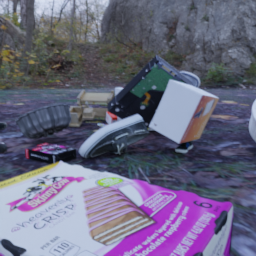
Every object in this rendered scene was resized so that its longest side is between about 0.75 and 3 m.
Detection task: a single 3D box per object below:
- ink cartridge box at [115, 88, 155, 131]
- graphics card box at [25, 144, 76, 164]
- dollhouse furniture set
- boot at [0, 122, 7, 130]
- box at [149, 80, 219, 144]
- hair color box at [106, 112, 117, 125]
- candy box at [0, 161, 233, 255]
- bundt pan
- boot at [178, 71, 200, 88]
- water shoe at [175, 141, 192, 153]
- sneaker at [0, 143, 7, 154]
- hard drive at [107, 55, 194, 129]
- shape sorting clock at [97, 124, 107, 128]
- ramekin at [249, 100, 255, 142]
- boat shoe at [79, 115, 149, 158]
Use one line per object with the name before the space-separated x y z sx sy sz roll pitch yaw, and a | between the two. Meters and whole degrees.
ink cartridge box | 0.726 -0.867 12.355 2.483 1.796 1.804 -3 11 -12
graphics card box | -2.178 0.722 7.889 1.251 0.318 0.785 8 13 32
dollhouse furniture set | -1.179 -0.591 13.517 2.734 1.520 2.418 3 35 12
boot | -5.613 0.018 11.643 0.934 0.337 0.706 -6 13 -3
box | 1.722 -0.470 8.361 1.040 1.489 1.956 31 18 25
hair color box | -0.691 -0.356 11.636 0.269 0.446 0.878 -5 23 -19
candy box | -0.496 1.272 3.338 2.919 0.890 1.991 6 13 33
bundt pan | -2.829 -0.150 9.729 1.927 0.723 1.927 -21 -5 -2
boot | 1.695 -1.771 10.845 2.600 0.946 1.174 2 10 -10
water shoe | 1.734 0.522 8.748 0.352 0.388 0.984 6 12 29
sneaker | -4.047 0.681 8.238 0.906 0.343 0.524 -7 12 22
hard drive | 0.778 -1.143 10.220 1.893 2.709 0.513 27 38 -30
shape sorting clock | -0.792 -0.050 10.753 0.789 0.155 0.789 12 1 0
ramekin | 4.684 -0.122 8.538 1.926 0.939 1.926 -3 51 4
boat shoe | -0.299 0.350 8.285 2.361 0.837 0.851 -29 -20 -29
